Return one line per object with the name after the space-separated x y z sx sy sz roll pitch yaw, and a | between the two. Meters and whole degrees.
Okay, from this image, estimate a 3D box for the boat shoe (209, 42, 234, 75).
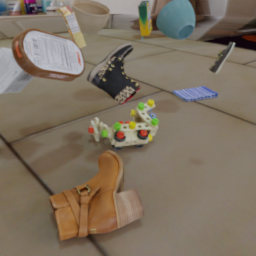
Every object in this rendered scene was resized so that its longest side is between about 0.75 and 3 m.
2.626 -1.983 7.868 0.288 0.956 0.341 31 26 9 | boat shoe

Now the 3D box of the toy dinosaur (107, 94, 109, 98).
-0.666 -1.825 14.590 0.910 0.518 1.713 -1 29 -48 | toy dinosaur

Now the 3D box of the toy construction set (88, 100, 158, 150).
-0.083 -0.070 10.384 2.766 1.274 1.814 -14 55 -9 | toy construction set

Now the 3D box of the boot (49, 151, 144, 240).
-1.035 1.724 7.574 2.141 1.058 2.758 -13 39 -16 | boot

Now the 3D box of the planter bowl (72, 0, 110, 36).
-1.826 -5.124 13.201 1.767 1.189 1.767 11 41 -9 | planter bowl

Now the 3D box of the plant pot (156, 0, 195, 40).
2.140 -4.342 11.677 1.625 1.625 1.094 -14 61 -24 | plant pot

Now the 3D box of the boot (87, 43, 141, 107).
-0.173 -1.633 8.549 1.387 0.674 1.842 43 68 5 | boot

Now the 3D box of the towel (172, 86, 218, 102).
3.521 -1.833 14.712 1.986 0.237 1.438 -10 30 -18 | towel

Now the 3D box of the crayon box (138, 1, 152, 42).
0.791 -4.876 12.793 0.397 1.538 0.967 1 37 14 | crayon box

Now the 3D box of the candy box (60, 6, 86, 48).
-1.789 -3.263 9.137 0.325 1.175 0.678 -27 46 -8 | candy box

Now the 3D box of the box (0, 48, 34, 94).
-3.705 -1.788 8.871 1.119 0.958 1.113 -40 2 14 | box

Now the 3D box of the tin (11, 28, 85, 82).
-2.166 -2.048 8.040 0.487 1.302 2.325 -11 -4 36 | tin
